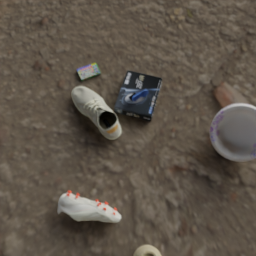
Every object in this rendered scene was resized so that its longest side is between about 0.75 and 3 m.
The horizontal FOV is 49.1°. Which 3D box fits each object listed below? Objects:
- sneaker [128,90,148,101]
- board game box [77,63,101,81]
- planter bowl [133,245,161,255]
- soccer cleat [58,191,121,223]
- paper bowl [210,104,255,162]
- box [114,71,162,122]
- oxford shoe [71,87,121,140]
[{"bbox_3d":[0.420,-1.377,11.513,0.881,0.309,0.343,-27,37,-28],"label":"sneaker"},{"bbox_3d":[-1.782,-2.527,12.652,0.926,0.135,0.623,-22,67,-10],"label":"board game box"},{"bbox_3d":[0.645,4.319,9.064,0.998,0.672,0.998,1,65,-1],"label":"planter bowl"},{"bbox_3d":[-1.364,2.931,9.771,2.226,0.771,0.863,19,95,1],"label":"soccer cleat"},{"bbox_3d":[4.180,0.133,10.537,2.099,1.092,2.099,4,102,18],"label":"paper bowl"},{"bbox_3d":[0.456,-1.392,11.938,1.608,0.437,2.007,15,65,7],"label":"box"},{"bbox_3d":[-1.308,-0.763,11.425,1.102,0.846,2.930,-36,67,-13],"label":"oxford shoe"}]
